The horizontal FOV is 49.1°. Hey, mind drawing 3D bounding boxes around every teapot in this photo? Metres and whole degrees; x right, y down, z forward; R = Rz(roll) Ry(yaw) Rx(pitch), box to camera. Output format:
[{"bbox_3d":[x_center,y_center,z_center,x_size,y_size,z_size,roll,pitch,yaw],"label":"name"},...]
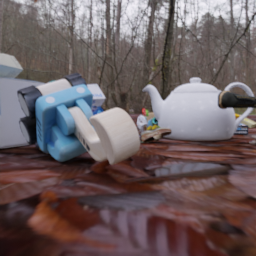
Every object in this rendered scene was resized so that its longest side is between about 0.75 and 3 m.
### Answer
[{"bbox_3d":[2.501,-0.706,10.089,2.936,2.144,2.898,-2,5,-41],"label":"teapot"}]

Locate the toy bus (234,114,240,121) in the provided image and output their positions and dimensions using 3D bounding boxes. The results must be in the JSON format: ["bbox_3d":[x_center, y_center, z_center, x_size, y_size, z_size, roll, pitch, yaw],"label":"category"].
[{"bbox_3d":[4.425,-0.431,13.788,2.343,0.762,0.917,4,18,-27],"label":"toy bus"}]

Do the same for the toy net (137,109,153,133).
[{"bbox_3d":[0.774,-0.325,11.667,0.383,1.040,1.983,-11,-1,17],"label":"toy net"}]

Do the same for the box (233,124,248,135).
[{"bbox_3d":[4.272,0.027,12.062,1.384,0.401,1.742,1,4,12],"label":"box"}]

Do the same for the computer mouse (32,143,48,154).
[{"bbox_3d":[-1.159,0.257,7.504,2.628,0.577,1.441,-2,5,-28],"label":"computer mouse"}]

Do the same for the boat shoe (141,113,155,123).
[{"bbox_3d":[1.428,-0.267,13.435,2.129,0.690,0.766,5,46,49],"label":"boat shoe"}]

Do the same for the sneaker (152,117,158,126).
[{"bbox_3d":[1.240,-0.306,11.525,0.468,0.550,1.207,-6,34,16],"label":"sneaker"}]

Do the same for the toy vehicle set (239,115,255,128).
[{"bbox_3d":[6.688,-0.374,15.964,1.038,0.221,1.670,32,20,27],"label":"toy vehicle set"}]

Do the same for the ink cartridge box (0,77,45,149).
[{"bbox_3d":[-4.040,-0.454,8.345,2.540,1.870,1.837,2,5,23],"label":"ink cartridge box"}]

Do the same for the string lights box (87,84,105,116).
[{"bbox_3d":[-1.479,-0.331,7.787,0.976,0.560,1.899,-11,-31,-40],"label":"string lights box"}]

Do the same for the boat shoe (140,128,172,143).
[{"bbox_3d":[0.869,0.254,8.584,0.970,0.348,0.367,-14,-35,16],"label":"boat shoe"}]

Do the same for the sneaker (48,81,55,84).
[{"bbox_3d":[-2.064,-0.928,11.033,1.015,2.541,0.907,-25,28,28],"label":"sneaker"}]

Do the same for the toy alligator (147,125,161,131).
[{"bbox_3d":[0.837,0.080,9.397,0.402,0.291,1.213,40,-18,-19],"label":"toy alligator"}]

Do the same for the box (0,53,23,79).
[{"bbox_3d":[-3.863,-1.780,7.987,0.681,0.567,1.657,-37,-7,13],"label":"box"}]

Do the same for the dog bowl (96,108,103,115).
[{"bbox_3d":[-1.042,-0.182,10.256,0.286,1.155,0.644,-10,16,22],"label":"dog bowl"}]

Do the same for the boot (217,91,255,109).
[{"bbox_3d":[3.273,-0.781,7.983,1.424,0.552,0.985,-8,13,-44],"label":"boot"}]

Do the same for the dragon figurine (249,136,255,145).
[{"bbox_3d":[3.919,0.370,7.811,1.074,0.316,0.534,1,4,37],"label":"dragon figurine"}]

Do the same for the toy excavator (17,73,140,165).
[{"bbox_3d":[-0.915,0.020,5.215,1.302,2.607,2.535,-24,-28,-32],"label":"toy excavator"}]
